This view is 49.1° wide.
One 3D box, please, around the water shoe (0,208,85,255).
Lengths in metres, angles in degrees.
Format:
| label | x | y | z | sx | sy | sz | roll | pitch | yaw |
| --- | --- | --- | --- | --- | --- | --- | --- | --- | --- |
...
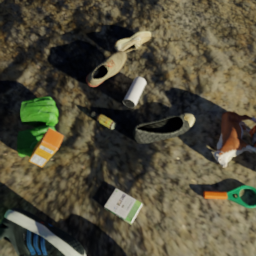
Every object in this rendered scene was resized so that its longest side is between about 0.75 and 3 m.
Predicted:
| label | x | y | z | sx | sy | sz | roll | pitch | yaw |
| --- | --- | --- | --- | --- | --- | --- | --- | --- | --- |
| water shoe | -2.556 | 3.413 | 8.196 | 2.846 | 1.018 | 1.123 | 22 | 78 | 21 |

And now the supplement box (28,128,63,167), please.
| label | x | y | z | sx | sy | sz | roll | pitch | yaw |
| --- | --- | --- | --- | --- | --- | --- | --- | --- | --- |
| supplement box | -2.610 | 0.657 | 8.792 | 0.560 | 1.628 | 0.542 | 31 | 50 | -19 |

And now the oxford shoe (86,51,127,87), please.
| label | x | y | z | sx | sy | sz | roll | pitch | yaw |
| --- | --- | --- | --- | --- | --- | --- | --- | --- | --- |
| oxford shoe | -0.782 | -2.522 | 11.745 | 0.768 | 0.815 | 2.180 | 47 | 73 | -11 |

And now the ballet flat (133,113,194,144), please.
| label | x | y | z | sx | sy | sz | roll | pitch | yaw |
| --- | --- | --- | --- | --- | --- | --- | --- | --- | --- |
| ballet flat | 1.379 | -0.015 | 10.432 | 2.500 | 0.710 | 0.831 | -19 | 59 | -12 |

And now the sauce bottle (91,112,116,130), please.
| label | x | y | z | sx | sy | sz | roll | pitch | yaw |
| --- | --- | --- | --- | --- | --- | --- | --- | --- | --- |
| sauce bottle | -0.981 | -0.304 | 10.853 | 1.045 | 0.338 | 0.338 | 28 | 61 | 17 |

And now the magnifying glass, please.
| label | x | y | z | sx | sy | sz | roll | pitch | yaw |
| --- | --- | --- | --- | --- | --- | --- | --- | --- | --- |
| magnifying glass | 3.446 | 2.261 | 9.284 | 1.850 | 0.207 | 0.736 | 3 | 57 | 0 |

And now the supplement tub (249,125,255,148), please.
| label | x | y | z | sx | sy | sz | roll | pitch | yaw |
| --- | --- | --- | --- | --- | --- | --- | --- | --- | --- |
| supplement tub | 5.193 | 0.743 | 9.603 | 1.274 | 1.274 | 2.080 | -18 | 60 | -11 |

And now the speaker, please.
| label | x | y | z | sx | sy | sz | roll | pitch | yaw |
| --- | --- | --- | --- | --- | --- | --- | --- | --- | --- |
| speaker | 0.267 | -1.460 | 11.484 | 0.538 | 0.538 | 1.324 | 18 | 58 | 11 |

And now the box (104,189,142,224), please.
| label | x | y | z | sx | sy | sz | roll | pitch | yaw |
| --- | --- | --- | --- | --- | --- | --- | --- | --- | --- |
| box | -0.157 | 2.537 | 9.094 | 1.022 | 0.186 | 0.737 | 26 | 61 | 18 |

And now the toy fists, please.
| label | x | y | z | sx | sy | sz | roll | pitch | yaw |
| --- | --- | --- | --- | --- | --- | --- | --- | --- | --- |
| toy fists | -3.248 | -0.033 | 10.383 | 1.300 | 0.877 | 2.551 | -8 | 58 | 3 |

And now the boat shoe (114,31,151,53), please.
| label | x | y | z | sx | sy | sz | roll | pitch | yaw |
| --- | --- | --- | --- | --- | --- | --- | --- | --- | --- |
| boat shoe | 0.303 | -3.913 | 13.045 | 1.898 | 0.685 | 0.617 | -25 | 74 | -18 |

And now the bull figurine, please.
| label | x | y | z | sx | sy | sz | roll | pitch | yaw |
| --- | --- | --- | --- | --- | --- | --- | --- | --- | --- |
| bull figurine | 3.891 | 0.385 | 10.168 | 1.414 | 0.758 | 2.328 | 14 | 60 | 4 |
